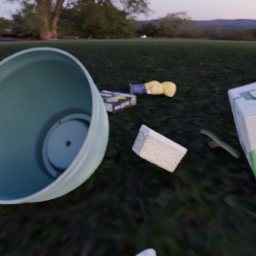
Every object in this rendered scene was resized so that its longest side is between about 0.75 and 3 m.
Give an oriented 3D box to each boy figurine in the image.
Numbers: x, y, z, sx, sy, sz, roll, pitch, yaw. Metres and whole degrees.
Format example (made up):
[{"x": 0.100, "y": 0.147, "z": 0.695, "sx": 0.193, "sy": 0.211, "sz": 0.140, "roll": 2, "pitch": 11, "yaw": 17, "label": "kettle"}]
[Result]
[{"x": 1.066, "y": -1.747, "z": 12.757, "sx": 2.116, "sy": 0.682, "sz": 1.315, "roll": -1, "pitch": 17, "yaw": -7, "label": "boy figurine"}]

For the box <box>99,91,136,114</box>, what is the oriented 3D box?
[{"x": -0.827, "y": -1.082, "z": 11.357, "sx": 1.832, "sy": 0.450, "sz": 1.476, "roll": 14, "pitch": 23, "yaw": 35, "label": "box"}]

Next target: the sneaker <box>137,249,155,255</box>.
[{"x": 0.690, "y": 2.053, "z": 3.192, "sx": 2.023, "sy": 0.760, "sz": 0.820, "roll": 20, "pitch": 21, "yaw": 39, "label": "sneaker"}]

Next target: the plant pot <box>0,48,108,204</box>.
[{"x": -1.550, "y": 0.146, "z": 5.606, "sx": 2.822, "sy": 2.822, "sz": 1.891, "roll": 10, "pitch": -16, "yaw": 23, "label": "plant pot"}]

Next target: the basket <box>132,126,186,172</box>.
[{"x": 0.685, "y": 0.489, "z": 6.534, "sx": 1.044, "sy": 0.644, "sz": 0.707, "roll": 29, "pitch": 2, "yaw": -17, "label": "basket"}]

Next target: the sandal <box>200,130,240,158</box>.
[{"x": 2.415, "y": 0.441, "z": 7.612, "sx": 0.534, "sy": 0.383, "sz": 1.344, "roll": 15, "pitch": 22, "yaw": -40, "label": "sandal"}]

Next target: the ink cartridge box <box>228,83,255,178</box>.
[{"x": 3.217, "y": 0.007, "z": 6.758, "sx": 0.979, "sy": 1.700, "sz": 2.330, "roll": -14, "pitch": 17, "yaw": 16, "label": "ink cartridge box"}]
